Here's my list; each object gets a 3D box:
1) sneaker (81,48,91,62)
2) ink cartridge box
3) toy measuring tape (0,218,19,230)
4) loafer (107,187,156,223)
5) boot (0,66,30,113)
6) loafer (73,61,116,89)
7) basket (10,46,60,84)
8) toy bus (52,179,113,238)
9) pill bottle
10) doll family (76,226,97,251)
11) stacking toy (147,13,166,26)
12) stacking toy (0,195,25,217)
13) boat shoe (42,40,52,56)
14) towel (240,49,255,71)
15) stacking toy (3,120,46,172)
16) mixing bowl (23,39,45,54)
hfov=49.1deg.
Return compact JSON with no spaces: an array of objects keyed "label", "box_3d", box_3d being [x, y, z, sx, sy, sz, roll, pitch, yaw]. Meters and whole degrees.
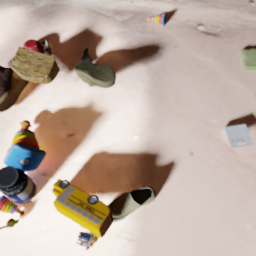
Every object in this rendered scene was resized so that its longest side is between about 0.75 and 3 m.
[{"label":"sneaker","box_3d":[-1.813,-3.191,12.543,0.414,0.291,0.779,14,72,2]},{"label":"ink cartridge box","box_3d":[4.085,0.350,10.424,0.821,0.288,1.011,-9,53,8]},{"label":"toy measuring tape","box_3d":[-3.870,3.077,8.901,0.813,0.299,0.299,-11,56,-45]},{"label":"loafer","box_3d":[0.039,2.432,9.233,1.973,0.673,0.746,-27,65,-14]},{"label":"boot","box_3d":[-5.324,-1.677,11.345,1.859,0.809,2.235,22,52,6]},{"label":"loafer","box_3d":[-1.250,-2.058,11.238,0.901,0.799,2.368,-42,46,-17]},{"label":"basket","box_3d":[-3.792,-2.386,11.507,1.633,1.216,1.165,17,80,-1]},{"label":"toy bus","box_3d":[-1.534,2.477,8.850,2.268,0.738,0.888,20,52,26]},{"label":"pill bottle","box_3d":[-3.617,1.828,9.021,0.906,1.620,0.906,0,61,0]},{"label":"doll family","box_3d":[-1.240,3.341,8.868,0.620,0.450,0.999,11,62,6]},{"label":"stacking toy","box_3d":[1.355,-5.284,13.612,0.900,0.494,0.522,9,64,18]},{"label":"stacking toy","box_3d":[-3.867,2.659,9.264,0.967,0.531,0.561,25,67,-5]},{"label":"boat shoe","box_3d":[-3.695,-3.605,12.742,0.288,0.319,0.888,-26,71,6]},{"label":"towel","box_3d":[5.794,-2.978,12.401,1.569,0.286,1.164,2,62,0]},{"label":"stacking toy","box_3d":[-3.741,0.452,10.132,1.214,1.148,2.093,19,35,-33]},{"label":"mixing bowl","box_3d":[-4.322,-3.621,12.610,0.995,0.539,0.995,0,60,0]}]
